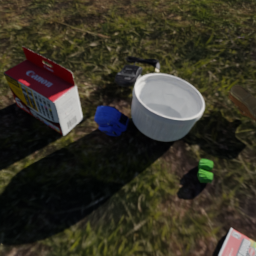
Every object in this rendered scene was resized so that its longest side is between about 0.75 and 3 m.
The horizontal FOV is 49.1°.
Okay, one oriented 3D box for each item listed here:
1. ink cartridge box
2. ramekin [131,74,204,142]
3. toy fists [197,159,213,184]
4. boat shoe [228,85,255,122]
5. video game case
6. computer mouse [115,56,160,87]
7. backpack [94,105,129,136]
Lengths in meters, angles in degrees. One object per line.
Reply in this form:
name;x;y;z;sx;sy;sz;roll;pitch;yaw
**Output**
ink cartridge box;-3.373;-1.456;11.024;2.868;2.518;1.203;29;55;23
ramekin;1.398;-0.738;10.851;2.733;1.435;2.733;9;44;-8
toy fists;2.704;1.529;9.923;0.504;0.340;0.990;15;49;3
boat shoe;5.024;-0.832;11.532;0.778;0.735;2.163;-24;61;-14
video game case;3.567;3.973;7.926;1.959;0.171;1.401;28;55;22
computer mouse;0.494;-2.487;12.995;1.813;0.594;2.582;8;41;11
backpack;-0.679;-0.283;10.735;0.972;1.196;1.003;-2;64;35
